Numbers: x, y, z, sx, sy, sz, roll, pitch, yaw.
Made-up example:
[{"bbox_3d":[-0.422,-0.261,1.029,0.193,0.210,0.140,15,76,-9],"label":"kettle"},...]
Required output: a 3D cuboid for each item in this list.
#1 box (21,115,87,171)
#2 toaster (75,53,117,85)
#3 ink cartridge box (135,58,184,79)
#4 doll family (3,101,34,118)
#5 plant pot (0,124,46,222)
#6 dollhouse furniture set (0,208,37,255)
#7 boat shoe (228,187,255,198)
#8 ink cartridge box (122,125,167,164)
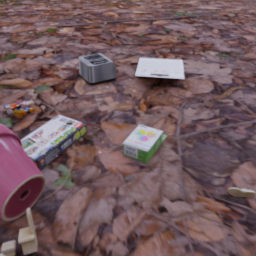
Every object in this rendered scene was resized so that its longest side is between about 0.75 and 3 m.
[{"bbox_3d":[-2.763,0.426,9.954,1.358,0.428,2.467,18,38,25],"label":"box"},{"bbox_3d":[-1.685,-3.071,14.588,1.803,1.070,1.630,-18,37,-24],"label":"toaster"},{"bbox_3d":[1.623,-2.841,14.480,2.411,0.847,2.967,4,35,5],"label":"ink cartridge box"},{"bbox_3d":[-4.424,-0.749,11.711,0.861,0.625,1.387,3,16,16],"label":"doll family"},{"bbox_3d":[-3.398,1.280,7.383,1.982,2.214,2.214,33,44,18],"label":"plant pot"},{"bbox_3d":[-3.294,2.530,5.755,2.569,1.137,1.332,-10,13,-15],"label":"dollhouse furniture set"},{"bbox_3d":[3.249,1.829,8.051,0.752,0.270,0.244,4,21,13],"label":"boat shoe"},{"bbox_3d":[0.634,0.407,9.891,0.943,0.539,1.817,17,38,24],"label":"ink cartridge box"}]
